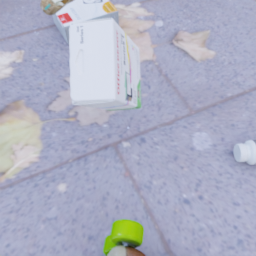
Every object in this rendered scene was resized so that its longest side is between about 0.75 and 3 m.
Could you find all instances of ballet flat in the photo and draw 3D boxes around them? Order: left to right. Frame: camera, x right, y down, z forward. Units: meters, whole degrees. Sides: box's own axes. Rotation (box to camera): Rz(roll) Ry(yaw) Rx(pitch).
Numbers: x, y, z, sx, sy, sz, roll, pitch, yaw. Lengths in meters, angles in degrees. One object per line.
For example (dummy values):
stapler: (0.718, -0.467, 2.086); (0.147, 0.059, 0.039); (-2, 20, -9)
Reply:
ballet flat: (-1.676, -3.749, 7.700); (0.587, 0.634, 1.797); (-4, 49, 52)

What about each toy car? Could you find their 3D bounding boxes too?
toy car: (0.708, 3.687, 6.297); (2.776, 2.190, 2.280); (14, 51, -5)

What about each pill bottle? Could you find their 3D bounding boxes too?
pill bottle: (4.163, 0.769, 8.915); (1.414, 0.783, 0.783); (-2, 56, -2)

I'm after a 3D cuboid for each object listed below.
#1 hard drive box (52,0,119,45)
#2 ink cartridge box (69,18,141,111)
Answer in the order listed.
hard drive box: (-1.964, -5.047, 12.777); (2.534, 0.973, 1.975); (-25, 58, -16)
ink cartridge box: (-0.486, -1.525, 7.654); (1.128, 2.686, 1.945); (-2, 90, 16)
